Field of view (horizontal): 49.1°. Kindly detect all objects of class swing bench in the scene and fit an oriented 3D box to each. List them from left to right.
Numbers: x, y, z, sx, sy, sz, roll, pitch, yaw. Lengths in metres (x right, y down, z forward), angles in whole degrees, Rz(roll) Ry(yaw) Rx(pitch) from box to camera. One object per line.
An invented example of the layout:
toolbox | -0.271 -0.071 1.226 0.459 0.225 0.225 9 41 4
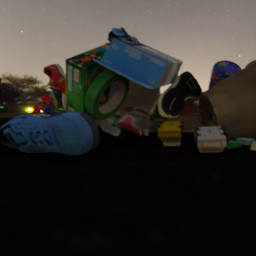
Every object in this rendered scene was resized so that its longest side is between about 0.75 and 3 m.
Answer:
swing bench | 2.658 -0.256 12.608 1.393 0.908 1.400 3 3 23

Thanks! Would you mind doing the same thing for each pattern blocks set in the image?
pattern blocks set | 3.819 0.416 6.494 2.842 0.230 2.498 2 4 31

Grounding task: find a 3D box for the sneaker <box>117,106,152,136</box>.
sneaker | 0.328 -0.326 9.757 0.911 0.988 2.240 24 4 13

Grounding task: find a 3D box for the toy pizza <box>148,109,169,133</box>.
toy pizza | 0.816 -0.282 12.118 1.935 0.307 1.935 -8 33 5

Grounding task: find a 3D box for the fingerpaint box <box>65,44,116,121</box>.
fingerpaint box | -1.150 -1.392 9.428 0.834 2.275 1.898 28 41 22

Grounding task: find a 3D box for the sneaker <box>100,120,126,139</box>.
sneaker | -0.499 0.088 9.441 1.069 0.378 0.530 31 -2 43

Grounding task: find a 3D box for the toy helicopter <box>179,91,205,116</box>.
toy helicopter | 2.459 -1.188 11.801 2.672 1.054 1.767 -16 4 -35

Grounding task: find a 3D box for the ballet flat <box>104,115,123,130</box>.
ballet flat | -0.704 -0.234 12.242 0.841 0.805 2.390 29 -6 -10

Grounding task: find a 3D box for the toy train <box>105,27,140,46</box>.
toy train | 0.027 -3.538 12.969 1.605 1.217 2.809 2 45 -36

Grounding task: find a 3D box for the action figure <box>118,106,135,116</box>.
action figure | -0.120 -0.703 14.717 1.549 2.962 2.865 33 28 -2

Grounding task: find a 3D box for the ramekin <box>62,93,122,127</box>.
ramekin | -1.497 -1.354 13.157 2.906 2.906 1.353 -3 37 -39

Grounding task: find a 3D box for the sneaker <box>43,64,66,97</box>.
sneaker | -2.707 -1.707 10.875 0.767 1.807 0.696 -23 -22 -42

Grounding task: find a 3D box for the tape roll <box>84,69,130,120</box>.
tape roll | -0.648 -1.058 8.962 0.402 1.672 1.672 36 20 24

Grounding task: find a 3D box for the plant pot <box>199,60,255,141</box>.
plant pot | 3.516 -0.655 8.602 2.265 2.610 2.610 -15 4 -1

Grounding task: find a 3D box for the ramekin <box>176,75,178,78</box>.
ramekin | 1.760 -2.202 11.179 0.418 0.857 0.857 -8 2 10

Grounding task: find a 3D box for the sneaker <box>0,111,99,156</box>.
sneaker | -1.780 0.195 5.793 2.748 0.906 1.077 2 16 40

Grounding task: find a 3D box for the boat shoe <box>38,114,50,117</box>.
boat shoe | -3.825 -0.139 12.190 2.410 0.843 0.799 -7 1 31

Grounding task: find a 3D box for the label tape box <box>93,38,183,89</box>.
label tape box | 0.410 -1.971 8.373 1.845 0.851 2.575 29 20 15

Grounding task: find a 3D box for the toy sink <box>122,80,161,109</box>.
toy sink | 0.089 -1.661 11.293 2.412 1.351 1.572 6 26 7

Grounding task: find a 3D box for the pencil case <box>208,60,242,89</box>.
pencil case | 3.867 -1.288 11.385 1.123 2.877 1.250 -36 51 -28

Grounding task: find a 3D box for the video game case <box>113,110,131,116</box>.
video game case | -0.372 -0.653 11.713 1.955 0.174 1.399 6 6 26

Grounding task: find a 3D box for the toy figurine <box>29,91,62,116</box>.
toy figurine | -2.230 0.047 9.198 1.523 1.341 2.543 37 -16 4

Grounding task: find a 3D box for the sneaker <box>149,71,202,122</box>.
sneaker | 1.495 -1.010 8.924 2.558 0.945 1.014 -39 5 -40

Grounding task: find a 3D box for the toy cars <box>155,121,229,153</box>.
toy cars | 1.468 0.253 6.743 1.215 0.600 2.710 -9 10 -26
